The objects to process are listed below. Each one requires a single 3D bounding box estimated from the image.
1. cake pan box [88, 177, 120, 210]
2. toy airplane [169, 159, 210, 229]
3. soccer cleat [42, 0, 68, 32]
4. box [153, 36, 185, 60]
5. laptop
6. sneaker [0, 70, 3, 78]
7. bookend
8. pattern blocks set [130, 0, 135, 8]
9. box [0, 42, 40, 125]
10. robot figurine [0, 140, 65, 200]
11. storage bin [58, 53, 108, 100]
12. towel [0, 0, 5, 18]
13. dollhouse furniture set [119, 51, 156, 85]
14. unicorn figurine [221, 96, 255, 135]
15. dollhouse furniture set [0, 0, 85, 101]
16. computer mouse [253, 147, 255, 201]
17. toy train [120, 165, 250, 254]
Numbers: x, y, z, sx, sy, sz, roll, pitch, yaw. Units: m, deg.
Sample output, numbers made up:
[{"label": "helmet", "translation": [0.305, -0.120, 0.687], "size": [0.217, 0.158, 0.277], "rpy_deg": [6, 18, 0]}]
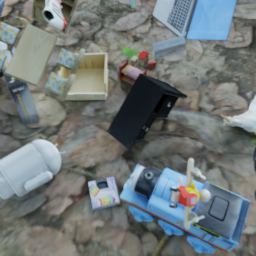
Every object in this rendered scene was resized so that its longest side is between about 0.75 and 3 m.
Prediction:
[{"label": "cake pan box", "translation": [-0.652, 1.730, 7.480], "size": [0.725, 0.206, 0.788], "rpy_deg": [-9, 55, -9]}, {"label": "toy airplane", "translation": [1.178, 1.256, 5.294], "size": [0.720, 1.020, 1.016], "rpy_deg": [3, 44, 14]}, {"label": "soccer cleat", "translation": [-1.578, -2.402, 5.740], "size": [0.435, 0.350, 1.021], "rpy_deg": [1, 58, -46]}, {"label": "box", "translation": [0.973, -1.933, 6.829], "size": [0.729, 0.935, 0.193], "rpy_deg": [-14, 91, 4]}, {"label": "laptop", "translation": [1.918, -3.530, 7.892], "size": [1.917, 1.111, 1.795], "rpy_deg": [28, 71, -27]}, {"label": "sneaker", "translation": [-5.070, -1.637, 9.605], "size": [2.287, 1.134, 0.809], "rpy_deg": [-35, 103, 7]}, {"label": "bookend", "translation": [0.625, -0.449, 8.443], "size": [0.906, 1.954, 1.966], "rpy_deg": [38, 107, 24]}, {"label": "pattern blocks set", "translation": [0.046, -5.038, 9.705], "size": [0.134, 1.648, 1.449], "rpy_deg": [-9, 29, 10]}, {"label": "box", "translation": [-3.474, -1.444, 8.798], "size": [0.528, 1.729, 2.184], "rpy_deg": [-19, 57, -16]}, {"label": "robot figurine", "translation": [-2.612, 1.035, 7.419], "size": [1.925, 1.087, 1.632], "rpy_deg": [-33, 44, -21]}, {"label": "storage bin", "translation": [-1.514, -1.746, 9.612], "size": [1.600, 0.750, 1.589], "rpy_deg": [-1, 54, -1]}, {"label": "towel", "translation": [-3.709, -2.713, 7.279], "size": [0.159, 0.978, 1.332], "rpy_deg": [38, 61, -20]}, {"label": "dollhouse furniture set", "translation": [0.450, -2.197, 9.984], "size": [0.873, 0.660, 1.622], "rpy_deg": [28, 59, 19]}, {"label": "unicorn figurine", "translation": [3.978, -0.315, 8.637], "size": [1.619, 0.870, 2.357], "rpy_deg": [23, 43, 27]}, {"label": "dollhouse furniture set", "translation": [-2.011, -2.218, 6.507], "size": [2.131, 1.615, 2.432], "rpy_deg": [21, 68, -16]}, {"label": "computer mouse", "translation": [2.771, 0.997, 5.647], "size": [0.457, 0.265, 1.559], "rpy_deg": [-2, 54, 27]}, {"label": "toy train", "translation": [1.217, 1.793, 6.518], "size": [2.937, 1.678, 1.273], "rpy_deg": [24, 58, 16]}]
